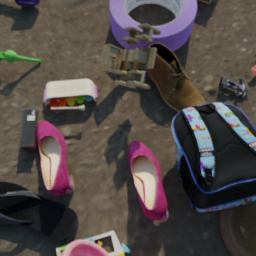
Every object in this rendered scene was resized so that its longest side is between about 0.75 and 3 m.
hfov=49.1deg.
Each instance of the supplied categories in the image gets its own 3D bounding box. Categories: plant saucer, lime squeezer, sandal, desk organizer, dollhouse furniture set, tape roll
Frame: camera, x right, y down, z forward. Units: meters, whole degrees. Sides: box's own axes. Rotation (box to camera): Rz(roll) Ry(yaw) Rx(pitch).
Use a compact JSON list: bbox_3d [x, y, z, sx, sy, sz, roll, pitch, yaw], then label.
[{"bbox_3d":[-0.720,3.260,5.664,0.494,1.950,1.950,-43,72,10],"label":"plant saucer"},{"bbox_3d":[3.371,2.432,6.927,2.172,0.320,2.172,0,67,0],"label":"plant saucer"},{"bbox_3d":[-3.762,-2.157,8.569,1.973,0.697,0.372,-1,102,0],"label":"lime squeezer"},{"bbox_3d":[-2.612,1.980,6.942,2.824,0.605,1.074,11,68,5],"label":"sandal"},{"bbox_3d":[-2.730,0.059,7.822,0.400,0.429,1.115,-1,68,0],"label":"desk organizer"},{"bbox_3d":[0.204,-1.835,7.698,1.699,1.129,1.489,13,93,48],"label":"dollhouse furniture set"},{"bbox_3d":[0.776,-3.701,9.086,2.733,0.897,2.733,0,66,1],"label":"tape roll"}]

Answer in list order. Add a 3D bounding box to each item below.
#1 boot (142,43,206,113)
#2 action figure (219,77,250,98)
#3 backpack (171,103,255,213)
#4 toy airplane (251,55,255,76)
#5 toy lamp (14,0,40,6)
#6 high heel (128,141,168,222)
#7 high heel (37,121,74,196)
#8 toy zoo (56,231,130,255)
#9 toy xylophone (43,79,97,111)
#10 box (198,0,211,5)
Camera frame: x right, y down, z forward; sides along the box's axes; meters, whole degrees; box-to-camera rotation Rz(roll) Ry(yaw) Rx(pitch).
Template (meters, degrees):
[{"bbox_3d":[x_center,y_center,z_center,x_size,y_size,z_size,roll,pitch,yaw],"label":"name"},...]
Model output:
[{"bbox_3d":[1.355,-1.355,8.107,0.966,0.990,2.625,-35,76,-19],"label":"boot"},{"bbox_3d":[3.220,-1.238,8.405,0.945,0.328,0.615,19,58,3],"label":"action figure"},{"bbox_3d":[2.168,0.597,6.959,2.202,1.623,2.412,-14,52,-7],"label":"backpack"},{"bbox_3d":[4.551,-1.850,8.689,1.483,0.273,1.483,0,68,0],"label":"toy airplane"},{"bbox_3d":[-4.350,-4.774,9.641,2.737,0.797,0.797,17,69,10],"label":"toy lamp"},{"bbox_3d":[0.366,1.140,6.862,0.780,1.110,2.315,-19,57,9],"label":"high heel"},{"bbox_3d":[-2.058,0.692,7.184,0.745,1.060,2.211,-22,72,7],"label":"high heel"},{"bbox_3d":[-0.769,3.189,6.682,1.707,0.175,1.120,-15,69,-6],"label":"toy zoo"},{"bbox_3d":[-1.728,-0.921,8.178,1.636,0.411,1.198,2,60,2],"label":"toy xylophone"},{"bbox_3d":[2.043,-6.008,10.152,2.970,0.733,2.371,25,72,10],"label":"box"}]
